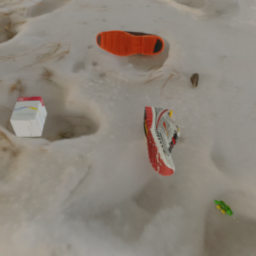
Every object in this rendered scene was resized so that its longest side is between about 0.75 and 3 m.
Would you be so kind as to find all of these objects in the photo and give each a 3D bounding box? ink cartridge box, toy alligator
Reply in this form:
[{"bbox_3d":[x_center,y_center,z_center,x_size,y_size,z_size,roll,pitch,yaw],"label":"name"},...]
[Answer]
[{"bbox_3d":[-3.254,-0.364,9.222,0.809,0.813,1.118,-2,46,-1],"label":"ink cartridge box"},{"bbox_3d":[2.572,2.118,7.277,0.230,0.211,0.776,-30,53,-25],"label":"toy alligator"}]

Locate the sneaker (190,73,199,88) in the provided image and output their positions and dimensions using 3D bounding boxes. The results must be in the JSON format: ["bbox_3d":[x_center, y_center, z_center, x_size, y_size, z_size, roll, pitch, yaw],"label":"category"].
[{"bbox_3d":[2.591,-1.860,11.083,0.321,0.299,0.850,-1,40,25],"label":"sneaker"}]

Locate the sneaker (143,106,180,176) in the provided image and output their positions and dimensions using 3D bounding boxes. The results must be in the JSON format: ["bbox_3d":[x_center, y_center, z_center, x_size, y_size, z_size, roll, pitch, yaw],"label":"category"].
[{"bbox_3d":[1.111,0.260,8.491,1.086,1.029,2.643,-2,47,-3],"label":"sneaker"}]

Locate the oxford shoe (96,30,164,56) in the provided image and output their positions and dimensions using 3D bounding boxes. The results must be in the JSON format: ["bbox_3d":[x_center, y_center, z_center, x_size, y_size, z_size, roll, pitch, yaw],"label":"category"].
[{"bbox_3d":[0.079,-3.821,12.556,2.997,1.067,1.087,8,29,-1],"label":"oxford shoe"}]
